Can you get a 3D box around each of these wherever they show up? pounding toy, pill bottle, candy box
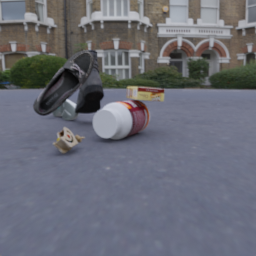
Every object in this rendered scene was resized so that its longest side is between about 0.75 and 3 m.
[{"bbox_3d":[-1.461,0.215,6.951,0.544,0.542,0.948,-39,1,12],"label":"pounding toy"},{"bbox_3d":[-0.185,-0.262,8.711,1.112,1.112,1.969,5,12,28],"label":"pill bottle"},{"bbox_3d":[0.521,-1.114,9.151,0.877,0.420,1.520,3,8,-13],"label":"candy box"}]

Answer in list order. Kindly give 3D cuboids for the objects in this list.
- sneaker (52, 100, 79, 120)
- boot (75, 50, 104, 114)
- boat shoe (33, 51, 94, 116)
[{"bbox_3d":[-2.701,-0.882,12.926,1.020,0.895,2.545,-2,9,-31],"label":"sneaker"},{"bbox_3d":[-1.522,-1.682,10.866,0.956,1.803,2.739,-1,-17,-24],"label":"boot"},{"bbox_3d":[-1.813,-1.282,8.197,0.810,2.422,0.690,43,-4,-20],"label":"boat shoe"}]
